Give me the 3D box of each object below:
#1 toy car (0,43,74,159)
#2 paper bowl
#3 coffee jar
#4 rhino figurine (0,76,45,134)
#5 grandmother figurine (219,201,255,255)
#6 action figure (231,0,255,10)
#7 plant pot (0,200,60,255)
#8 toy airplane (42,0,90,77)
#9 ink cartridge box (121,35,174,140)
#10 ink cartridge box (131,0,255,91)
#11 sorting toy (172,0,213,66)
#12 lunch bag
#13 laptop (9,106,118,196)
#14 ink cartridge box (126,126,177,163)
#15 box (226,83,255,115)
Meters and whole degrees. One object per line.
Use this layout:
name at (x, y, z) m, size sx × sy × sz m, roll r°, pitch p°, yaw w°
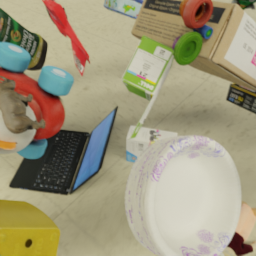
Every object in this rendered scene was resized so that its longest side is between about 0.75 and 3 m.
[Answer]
toy car at (-2.389, -0.258, 5.339) m, size 1.977 × 2.061 × 2.236 m, roll 28°, pitch 21°, yaw -4°
paper bowl at (0.812, 1.085, 4.465) m, size 1.903 × 1.903 × 0.990 m, roll -33°, pitch 12°, yaw -29°
coffee jar at (-3.419, -2.576, 8.330) m, size 0.965 × 2.262 × 1.179 m, roll 2°, pitch 80°, yaw 26°
rhino figurine at (-1.869, -0.417, 4.561) m, size 0.562 × 0.384 × 1.284 m, roll -10°, pitch 58°, yaw -44°
grandmother figurine at (2.361, 2.390, 6.230) m, size 1.037 × 0.518 × 1.709 m, roll 18°, pitch 44°, yaw 30°
action figure at (3.269, -3.568, 7.779) m, size 1.034 × 0.479 × 1.751 m, roll 17°, pitch 7°, yaw 6°
plant pot at (-1.664, 1.644, 3.544) m, size 1.205 × 1.366 × 1.366 m, roll -4°, pitch 71°, yaw 38°
toy airplane at (-1.545, -2.431, 7.018) m, size 0.432 × 2.351 × 2.351 m, roll -28°, pitch 49°, yaw -3°
ink cartridge box at (0.224, -0.721, 5.700) m, size 0.696 × 1.357 × 1.836 m, roll 27°, pitch 92°, yaw 5°
ink cartridge box at (1.822, -1.814, 6.171) m, size 2.760 × 1.037 × 2.274 m, roll 11°, pitch 16°, yaw -45°
sorting toy at (0.977, -1.606, 4.508) m, size 0.670 × 1.116 × 0.458 m, roll -10°, pitch 40°, yaw -34°
lunch bag at (0.020, -3.374, 7.754) m, size 1.151 × 0.590 × 1.431 m, roll 10°, pitch 23°, yaw -28°
laptop at (-1.701, 0.491, 7.555) m, size 2.565 × 1.324 × 2.273 m, roll 6°, pitch 44°, yaw 6°
ink cartridge box at (0.806, 0.572, 7.725) m, size 1.657 × 0.954 × 0.562 m, roll 10°, pitch 45°, yaw 10°
box at (3.898, -0.614, 7.065) m, size 1.715 × 0.530 × 2.148 m, roll -10°, pitch 32°, yaw -33°
